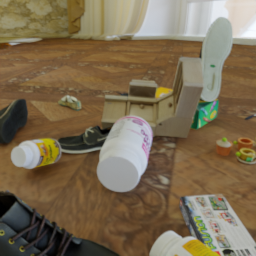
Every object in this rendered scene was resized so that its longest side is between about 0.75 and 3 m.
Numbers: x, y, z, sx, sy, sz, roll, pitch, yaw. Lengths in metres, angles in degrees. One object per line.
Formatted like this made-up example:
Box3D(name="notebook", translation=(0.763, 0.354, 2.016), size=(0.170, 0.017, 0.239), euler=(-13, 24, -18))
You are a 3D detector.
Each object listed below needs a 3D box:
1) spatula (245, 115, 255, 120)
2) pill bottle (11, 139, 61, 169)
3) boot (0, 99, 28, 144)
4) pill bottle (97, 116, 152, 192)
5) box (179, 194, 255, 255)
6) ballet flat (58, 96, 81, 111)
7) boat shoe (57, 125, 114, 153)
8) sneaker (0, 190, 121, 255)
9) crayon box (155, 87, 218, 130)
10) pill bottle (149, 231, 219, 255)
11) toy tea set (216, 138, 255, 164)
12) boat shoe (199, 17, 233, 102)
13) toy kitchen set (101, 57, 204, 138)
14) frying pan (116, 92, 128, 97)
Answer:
Box3D(name="spatula", translation=(4.863, -0.463, 10.741), size=(1.142, 0.117, 0.323), euler=(-14, 25, -28))
Box3D(name="pill bottle", translation=(-2.306, 0.643, 7.061), size=(0.675, 0.675, 1.236), euler=(10, 7, 22))
Box3D(name="boot", translation=(-4.542, -0.289, 9.401), size=(1.743, 0.976, 2.520), euler=(-4, 22, 3))
Box3D(name="pill bottle", translation=(-0.052, 0.587, 6.942), size=(1.142, 1.142, 2.014), euler=(4, 27, 9))
Box3D(name="box", translation=(1.610, 1.855, 5.108), size=(0.930, 0.293, 1.690), euler=(-2, 23, -5))
Box3D(name="ballet flat", translation=(-2.476, -1.120, 11.830), size=(0.500, 0.500, 1.416), euler=(-21, 31, -40))
Box3D(name="boat shoe", translation=(-1.037, 0.262, 8.297), size=(2.197, 0.743, 0.789), euler=(-7, 25, -10))
Box3D(name="sneaker", translation=(-1.120, 1.734, 3.928), size=(2.507, 1.331, 0.937), euler=(5, 33, 17))
Box3D(name="crayon box", translation=(1.847, -0.819, 10.706), size=(2.658, 0.774, 1.578), euler=(19, 29, 37))
Box3D(name="pill bottle", translation=(1.023, 2.106, 3.848), size=(0.833, 0.833, 1.525), euler=(-18, 30, -36))
Box3D(name="toy tea set", translation=(3.481, 0.432, 7.878), size=(1.954, 0.723, 1.162), euler=(-6, 24, -14))
Box3D(name="boat shoe", translation=(2.804, -2.377, 9.760), size=(1.049, 2.920, 0.987), euler=(13, 3, -15))
Box3D(name="toy kitchen set", translation=(0.630, -1.329, 8.704), size=(2.737, 2.470, 2.233), euler=(4, 55, 1))
Box3D(name="frying pan", translation=(-0.278, -1.566, 13.305), size=(0.760, 0.124, 0.460), euler=(5, 23, 17))
